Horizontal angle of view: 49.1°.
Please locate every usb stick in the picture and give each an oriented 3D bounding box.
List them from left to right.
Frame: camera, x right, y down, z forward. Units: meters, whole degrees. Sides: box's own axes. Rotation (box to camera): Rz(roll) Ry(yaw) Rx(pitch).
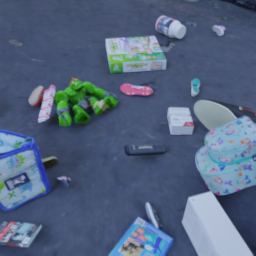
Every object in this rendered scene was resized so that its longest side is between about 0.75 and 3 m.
[{"bbox_3d":[0.529,0.648,8.440,1.333,0.217,0.370,-1,65,-25],"label":"usb stick"}]

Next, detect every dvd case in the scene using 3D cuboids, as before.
[{"bbox_3d":[-2.657,2.488,6.575,0.995,0.109,0.726,0,18,8],"label":"dvd case"}]

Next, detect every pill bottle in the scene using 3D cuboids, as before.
[{"bbox_3d":[2.355,-5.484,15.387,0.929,0.929,1.553,-29,49,-29],"label":"pill bottle"}]

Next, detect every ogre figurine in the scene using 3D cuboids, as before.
[{"bbox_3d":[-1.705,-0.954,10.130,2.494,1.223,1.495,-38,66,-22],"label":"ogre figurine"}]

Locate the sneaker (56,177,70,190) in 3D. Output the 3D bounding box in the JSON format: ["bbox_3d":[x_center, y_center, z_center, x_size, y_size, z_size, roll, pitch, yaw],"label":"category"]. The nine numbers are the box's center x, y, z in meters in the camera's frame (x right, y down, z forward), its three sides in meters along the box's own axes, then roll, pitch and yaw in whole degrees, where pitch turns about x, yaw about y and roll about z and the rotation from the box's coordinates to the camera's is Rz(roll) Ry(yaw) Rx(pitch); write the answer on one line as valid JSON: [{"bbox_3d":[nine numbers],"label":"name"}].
[{"bbox_3d":[-1.718,1.484,7.739,0.322,0.275,0.785,-16,15,-31],"label":"sneaker"}]

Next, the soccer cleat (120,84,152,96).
[{"bbox_3d":[0.343,-1.520,11.380,1.324,0.441,0.506,8,7,19],"label":"soccer cleat"}]

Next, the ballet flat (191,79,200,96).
[{"bbox_3d":[2.638,-1.594,11.163,0.348,0.348,0.971,10,44,11],"label":"ballet flat"}]

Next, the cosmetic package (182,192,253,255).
[{"bbox_3d":[2.092,2.794,5.918,0.685,1.116,2.704,-13,44,-13],"label":"cosmetic package"}]

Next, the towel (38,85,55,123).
[{"bbox_3d":[-2.808,-0.796,9.549,0.180,0.882,1.205,18,72,-31],"label":"towel"}]

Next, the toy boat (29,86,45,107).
[{"bbox_3d":[-3.394,-1.134,10.734,0.573,0.574,0.879,-26,36,32],"label":"toy boat"}]

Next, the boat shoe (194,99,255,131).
[{"bbox_3d":[3.630,-0.186,9.325,2.965,1.085,0.929,28,46,22],"label":"boat shoe"}]

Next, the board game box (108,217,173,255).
[{"bbox_3d":[0.266,2.858,6.451,1.024,0.303,1.347,26,48,26],"label":"board game box"}]

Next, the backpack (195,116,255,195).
[{"bbox_3d":[2.825,0.777,7.474,2.043,1.538,1.814,-30,19,18],"label":"backpack"}]

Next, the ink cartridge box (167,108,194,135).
[{"bbox_3d":[1.815,-0.241,9.826,0.742,0.430,1.028,1,41,-2],"label":"ink cartridge box"}]

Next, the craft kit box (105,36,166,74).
[{"bbox_3d":[0.289,-3.589,13.535,2.583,0.635,2.616,-8,42,-5],"label":"craft kit box"}]

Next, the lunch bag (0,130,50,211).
[{"bbox_3d":[-3.325,1.070,7.192,2.320,1.973,1.478,-2,43,-1],"label":"lunch bag"}]

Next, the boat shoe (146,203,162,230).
[{"bbox_3d":[0.673,2.254,7.181,0.250,0.264,0.754,-8,43,-18],"label":"boat shoe"}]

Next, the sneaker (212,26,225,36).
[{"bbox_3d":[5.304,-5.545,15.871,0.618,0.393,1.084,-4,42,-10],"label":"sneaker"}]

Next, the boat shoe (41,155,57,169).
[{"bbox_3d":[-2.626,1.066,8.482,0.955,0.341,0.314,-16,30,-11],"label":"boat shoe"}]
